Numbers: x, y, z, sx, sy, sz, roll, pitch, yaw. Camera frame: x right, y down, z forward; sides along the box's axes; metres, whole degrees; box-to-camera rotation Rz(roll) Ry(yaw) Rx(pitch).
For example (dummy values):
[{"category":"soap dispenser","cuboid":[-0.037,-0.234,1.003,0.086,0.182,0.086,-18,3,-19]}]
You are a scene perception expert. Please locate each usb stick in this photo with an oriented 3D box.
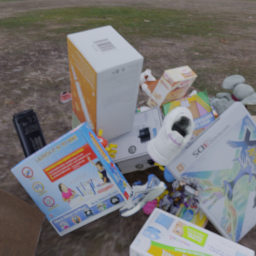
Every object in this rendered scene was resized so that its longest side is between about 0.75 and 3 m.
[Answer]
[{"category":"usb stick","cuboid":[-2.345,0.707,7.240,0.656,2.365,0.386,-26,21,-38]}]

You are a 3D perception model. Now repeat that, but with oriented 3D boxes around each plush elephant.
[{"category":"plush elephant","cuboid":[2.856,-0.687,7.352,1.129,1.458,1.201,-32,52,22]}]

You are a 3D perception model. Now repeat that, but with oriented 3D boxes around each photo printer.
[{"category":"photo printer","cuboid":[0.405,0.323,9.823,2.737,0.950,2.277,-28,40,-35]}]

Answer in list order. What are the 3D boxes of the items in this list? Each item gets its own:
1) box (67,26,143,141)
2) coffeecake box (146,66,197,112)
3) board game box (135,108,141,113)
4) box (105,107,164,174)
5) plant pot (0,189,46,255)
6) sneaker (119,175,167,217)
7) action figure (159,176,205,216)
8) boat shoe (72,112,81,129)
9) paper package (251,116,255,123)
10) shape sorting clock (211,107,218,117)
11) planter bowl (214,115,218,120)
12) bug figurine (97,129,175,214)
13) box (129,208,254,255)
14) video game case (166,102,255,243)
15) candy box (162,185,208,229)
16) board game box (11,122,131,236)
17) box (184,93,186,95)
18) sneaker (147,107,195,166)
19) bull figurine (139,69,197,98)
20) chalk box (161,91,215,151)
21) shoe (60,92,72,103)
[{"category":"box","cuboid":[-0.644,-1.020,7.151,1.196,2.454,1.526,-23,55,-24]},{"category":"coffeecake box","cuboid":[1.284,-1.128,8.354,1.013,1.319,0.482,-20,61,-37]},{"category":"board game box","cuboid":[-0.195,-0.360,9.796,1.295,0.237,0.979,-1,33,1]},{"category":"box","cuboid":[-0.115,0.508,8.235,2.596,0.780,1.514,-16,54,15]},{"category":"plant pot","cuboid":[-3.312,2.183,5.752,2.907,2.717,2.717,14,31,-11]},{"category":"sneaker","cuboid":[0.209,1.285,5.405,0.466,1.094,0.422,53,16,10]},{"category":"action figure","cuboid":[1.212,1.531,6.278,0.768,1.180,0.409,38,29,-1]},{"category":"boat shoe","cuboid":[-1.367,-0.779,9.915,0.841,2.701,1.008,-8,51,-28]},{"category":"paper package","cuboid":[4.475,0.508,9.414,2.134,1.104,2.034,2,33,2]},{"category":"shape sorting clock","cuboid":[3.867,-0.479,11.592,2.158,0.423,2.158,0,33,0]},{"category":"planter bowl","cuboid":[2.464,0.303,9.163,1.608,1.608,0.670,28,52,36]},{"category":"bug figurine","cuboid":[0.107,1.210,7.174,2.822,2.188,0.726,9,24,5]},{"category":"box","cuboid":[1.250,2.829,5.762,2.188,1.109,1.230,17,36,25]},{"category":"video game case","cuboid":[2.535,1.095,6.685,2.342,2.569,0.283,-41,9,-7]},{"category":"candy box","cuboid":[1.723,2.011,7.569,1.172,0.303,2.292,15,36,32]},{"category":"board game box","cuboid":[-1.299,1.245,6.595,2.069,2.026,0.578,-29,10,16]},{"category":"box","cuboid":[2.294,-1.809,13.606,0.994,0.510,0.470,-14,36,-23]},{"category":"sneaker","cuboid":[1.128,0.003,5.886,0.743,0.988,1.984,40,38,0]},{"category":"bull figurine","cuboid":[1.485,-1.328,10.710,1.709,0.917,2.816,-7,41,-17]},{"category":"chalk box","cuboid":[1.932,0.315,7.911,1.333,1.339,2.153,-17,67,15]},{"category":"shoe","cuboid":[-2.823,-1.550,13.260,0.338,0.430,0.946,19,37,27]}]
